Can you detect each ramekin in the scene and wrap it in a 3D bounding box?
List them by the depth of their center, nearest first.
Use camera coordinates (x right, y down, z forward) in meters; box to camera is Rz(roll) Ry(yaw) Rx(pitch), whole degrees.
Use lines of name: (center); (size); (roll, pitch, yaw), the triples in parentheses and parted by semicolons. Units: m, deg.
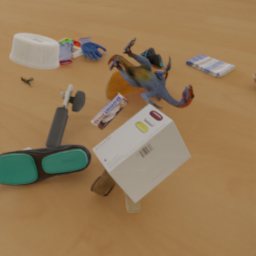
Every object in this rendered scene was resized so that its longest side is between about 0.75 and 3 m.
ramekin: (-2.683, -2.255, 8.156); (1.396, 0.680, 1.396); (12, 26, -6)

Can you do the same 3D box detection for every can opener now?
can opener: (-1.954, -0.341, 8.768); (0.794, 0.628, 2.388); (14, 61, -1)

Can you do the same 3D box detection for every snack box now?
snack box: (-0.518, -0.447, 7.888); (1.134, 0.408, 0.138); (-46, 27, 12)

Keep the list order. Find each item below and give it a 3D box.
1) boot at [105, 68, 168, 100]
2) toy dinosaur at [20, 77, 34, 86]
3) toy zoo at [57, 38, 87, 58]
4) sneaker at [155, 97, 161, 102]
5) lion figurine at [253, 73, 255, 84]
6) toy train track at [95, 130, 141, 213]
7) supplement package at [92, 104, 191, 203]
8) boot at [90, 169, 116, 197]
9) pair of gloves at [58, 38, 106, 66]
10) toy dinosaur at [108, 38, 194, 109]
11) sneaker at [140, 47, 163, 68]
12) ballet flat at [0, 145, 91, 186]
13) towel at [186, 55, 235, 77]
boot: (0.432, -1.741, 10.595); (1.843, 0.906, 2.574); (10, 36, 23)
toy dinosaur: (-4.146, -1.966, 11.695); (0.844, 0.200, 0.372); (32, 63, 33)
toy zoo: (-2.860, -4.075, 14.276); (2.087, 0.213, 1.369); (22, 44, 24)
sneaker: (0.921, -1.436, 10.010); (0.400, 1.059, 0.373); (-36, 9, 13)
lion figurine: (6.155, -2.139, 11.543); (1.500, 0.888, 2.449); (18, 28, 32)
toy train track: (-0.089, 1.142, 7.717); (1.558, 0.442, 2.717); (-1, 44, -12)
supplement package: (0.323, 0.575, 6.358); (1.700, 1.324, 0.943); (-39, 39, -7)
boot: (-0.433, 1.248, 7.234); (0.460, 0.449, 1.220); (25, 57, 19)
pair of gloves: (-2.471, -3.750, 13.622); (2.724, 0.310, 2.190); (-12, 45, -16)
toy dinosaur: (0.864, -1.686, 9.357); (2.699, 1.562, 2.974); (37, 11, -20)
sneaker: (1.111, -3.134, 12.934); (0.690, 0.617, 1.684); (-24, 37, -3)
ballet flat: (-2.361, 0.952, 7.600); (2.775, 1.014, 1.014); (-8, 39, -2)
towel: (3.759, -2.894, 12.818); (1.380, 0.224, 1.879); (-29, 47, -32)
